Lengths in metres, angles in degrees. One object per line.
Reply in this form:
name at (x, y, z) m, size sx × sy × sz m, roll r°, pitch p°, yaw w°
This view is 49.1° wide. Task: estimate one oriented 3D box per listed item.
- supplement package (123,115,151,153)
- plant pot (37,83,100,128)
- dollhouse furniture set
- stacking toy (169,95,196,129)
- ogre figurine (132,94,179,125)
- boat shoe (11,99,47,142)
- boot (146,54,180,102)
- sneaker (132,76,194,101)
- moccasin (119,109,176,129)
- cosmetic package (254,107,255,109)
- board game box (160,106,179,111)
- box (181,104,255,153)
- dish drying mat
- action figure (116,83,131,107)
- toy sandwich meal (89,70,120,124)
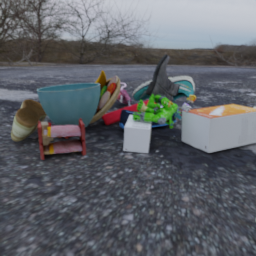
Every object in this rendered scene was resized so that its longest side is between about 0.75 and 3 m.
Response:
supplement package at (0.341, 0.180, 9.442) m, size 0.822 × 0.853 × 1.500 m, roll 5°, pitch 18°, yaw 5°
plant pot at (-1.994, -0.729, 9.811) m, size 2.133 × 1.437 × 2.133 m, roll -3°, pitch 15°, yaw 1°
dollhouse furniture set at (-2.310, 0.103, 9.388) m, size 1.380 × 1.043 × 2.565 m, roll -5°, pitch 17°, yaw -17°
stacking toy at (1.915, -0.555, 9.916) m, size 0.280 × 1.192 × 0.899 m, roll 36°, pitch 37°, yaw 4°
ogre figurine at (1.033, -0.615, 9.622) m, size 1.092 × 0.894 × 1.822 m, roll 21°, pitch 17°, yaw 24°
boat shoe at (-3.809, -0.367, 10.711) m, size 1.037 × 0.887 × 2.831 m, roll 31°, pitch 14°, yaw -10°
boot at (1.486, -1.821, 10.684) m, size 1.128 × 1.714 × 0.598 m, roll 22°, pitch 16°, yaw -4°
sneaker at (1.415, -1.442, 11.539) m, size 2.598 × 1.035 × 1.007 m, roll -9°, pitch -13°, yaw 19°
moccasin at (0.906, -0.496, 11.438) m, size 2.632 × 0.897 × 1.059 m, roll -8°, pitch 7°, yaw -32°
cosmetic package at (6.413, -0.649, 13.010) m, size 1.225 × 0.435 × 0.644 m, roll 12°, pitch 20°, yaw 35°
board game box at (2.041, -0.931, 14.009) m, size 0.601 × 0.145 × 0.795 m, roll -17°, pitch 31°, yaw -30°
box at (3.225, -0.056, 9.623) m, size 2.350 × 1.145 × 1.462 m, roll -9°, pitch 16°, yaw -24°
dish drying mat at (0.072, -0.706, 12.483) m, size 2.493 × 0.227 × 0.958 m, roll -19°, pitch 26°, yaw -12°
action figure at (-0.324, -1.799, 15.260) m, size 1.394 × 1.549 × 2.081 m, roll 7°, pitch 3°, yaw 4°
toy sandwich meal at (-1.509, -1.266, 11.746) m, size 0.955 × 2.790 × 2.790 m, roll 41°, pitch -3°, yaw -27°
